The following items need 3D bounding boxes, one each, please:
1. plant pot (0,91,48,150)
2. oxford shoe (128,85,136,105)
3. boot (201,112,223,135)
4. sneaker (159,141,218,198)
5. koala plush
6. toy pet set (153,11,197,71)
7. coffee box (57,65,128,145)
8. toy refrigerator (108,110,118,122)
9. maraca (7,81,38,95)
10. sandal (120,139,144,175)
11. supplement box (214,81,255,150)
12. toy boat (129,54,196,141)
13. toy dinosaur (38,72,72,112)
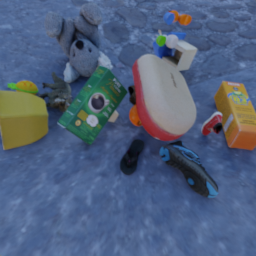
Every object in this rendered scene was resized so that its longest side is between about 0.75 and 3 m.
[{"bbox_3d":[-3.217,-0.287,8.676,1.369,1.338,1.329,-5,44,-22],"label":"plant pot"},{"bbox_3d":[0.317,-0.851,9.556,0.615,0.529,1.457,0,53,-31],"label":"oxford shoe"},{"bbox_3d":[2.539,0.057,8.517,0.340,0.939,0.677,19,46,-8],"label":"boot"},{"bbox_3d":[1.781,1.033,7.673,0.801,0.716,1.955,-23,55,-34],"label":"sneaker"},{"bbox_3d":[-1.792,-3.093,11.201,2.285,2.368,2.576,-18,68,-5],"label":"koala plush"},{"bbox_3d":[1.276,-3.030,10.415,2.657,2.846,1.511,-17,48,-43],"label":"toy pet set"},{"bbox_3d":[-0.996,-0.650,8.399,0.467,1.306,2.124,28,81,39],"label":"coffee box"},{"bbox_3d":[-0.718,-0.618,9.525,0.321,0.348,0.918,11,32,-42],"label":"toy refrigerator"},{"bbox_3d":[-3.809,-1.442,10.158,1.064,0.569,0.730,8,20,-28],"label":"maraca"},{"bbox_3d":[0.104,0.782,8.219,0.508,0.323,1.351,13,46,12],"label":"sandal"},{"bbox_3d":[3.507,-0.473,9.083,0.817,0.845,2.457,7,43,-5],"label":"supplement box"},{"bbox_3d":[0.749,-0.727,8.480,1.882,1.886,2.885,26,36,-26],"label":"toy boat"},{"bbox_3d":[-2.480,-1.189,9.899,1.176,0.885,2.299,-2,35,-6],"label":"toy dinosaur"}]
